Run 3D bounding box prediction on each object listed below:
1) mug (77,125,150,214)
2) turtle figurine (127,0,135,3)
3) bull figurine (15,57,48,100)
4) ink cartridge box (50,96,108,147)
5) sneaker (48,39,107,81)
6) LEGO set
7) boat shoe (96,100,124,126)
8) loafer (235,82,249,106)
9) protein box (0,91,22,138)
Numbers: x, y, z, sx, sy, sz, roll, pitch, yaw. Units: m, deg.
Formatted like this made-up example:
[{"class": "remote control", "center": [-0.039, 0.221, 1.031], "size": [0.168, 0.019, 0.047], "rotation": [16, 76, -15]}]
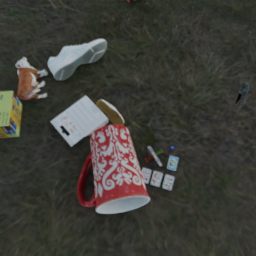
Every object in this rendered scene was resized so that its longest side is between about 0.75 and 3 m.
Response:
[{"class": "mug", "center": [-0.723, 1.462, 9.915], "size": [2.446, 1.838, 2.755], "rotation": [-9, 62, -6]}, {"class": "turtle figurine", "center": [0.354, -6.923, 14.514], "size": [1.269, 0.639, 0.950], "rotation": [-5, 78, -19]}, {"class": "bull figurine", "center": [-4.236, -2.124, 12.172], "size": [1.324, 0.710, 2.182], "rotation": [-6, 63, -4]}, {"class": "ink cartridge box", "center": [-1.976, -0.247, 11.484], "size": [1.852, 0.464, 1.491], "rotation": [-40, 71, -12]}, {"class": "sneaker", "center": [-2.305, -3.337, 12.605], "size": [2.909, 1.023, 1.166], "rotation": [-33, 66, -14]}, {"class": "LEGO set", "center": [1.225, 1.421, 10.799], "size": [1.265, 0.416, 1.694], "rotation": [15, 75, 4]}, {"class": "boat shoe", "center": [-0.664, -0.660, 11.602], "size": [1.428, 0.495, 0.505], "rotation": [46, 113, 1]}, {"class": "loafer", "center": [4.117, -1.209, 10.164], "size": [0.284, 0.902, 0.324], "rotation": [-4, 31, -11]}, {"class": "protein box", "center": [-5.277, -0.494, 11.198], "size": [1.596, 1.077, 1.585], "rotation": [-4, 65, -2]}]
